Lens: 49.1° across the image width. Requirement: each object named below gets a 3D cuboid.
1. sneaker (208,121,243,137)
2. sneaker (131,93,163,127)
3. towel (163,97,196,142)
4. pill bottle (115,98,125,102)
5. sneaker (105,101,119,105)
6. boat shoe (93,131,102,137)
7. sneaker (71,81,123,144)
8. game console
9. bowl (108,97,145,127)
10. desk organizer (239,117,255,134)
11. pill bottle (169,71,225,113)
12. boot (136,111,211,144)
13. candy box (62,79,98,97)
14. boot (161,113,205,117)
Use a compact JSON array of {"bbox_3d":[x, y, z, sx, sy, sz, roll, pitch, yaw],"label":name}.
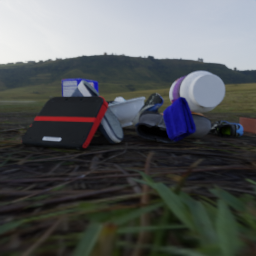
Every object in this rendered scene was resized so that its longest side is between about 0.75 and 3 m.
[{"bbox_3d":[3.660,0.041,10.919,0.700,0.599,1.689,-1,4,-23],"label":"sneaker"},{"bbox_3d":[0.989,-0.534,11.360,1.079,0.950,2.420,34,-25,1],"label":"sneaker"},{"bbox_3d":[1.250,-0.178,7.204,0.323,0.963,1.304,-15,-9,-13],"label":"towel"},{"bbox_3d":[-0.361,-1.302,14.988,0.531,0.531,0.959,2,-13,25],"label":"pill bottle"},{"bbox_3d":[-0.617,-0.842,14.174,1.065,0.706,1.871,2,-18,41],"label":"sneaker"},{"bbox_3d":[-0.970,-0.085,11.166,0.634,0.644,1.729,-25,-4,22],"label":"boat shoe"},{"bbox_3d":[-1.490,-0.033,9.589,1.076,2.046,2.831,33,17,-53],"label":"sneaker"},{"bbox_3d":[-1.911,-0.203,8.640,2.326,2.057,0.361,2,-40,24],"label":"game console"},{"bbox_3d":[-0.321,-0.684,14.391,2.730,1.227,2.730,-14,3,1],"label":"bowl"},{"bbox_3d":[5.649,-0.119,12.646,0.601,0.646,1.677,0,5,-3],"label":"desk organizer"},{"bbox_3d":[2.382,-1.215,9.798,1.403,1.403,2.518,0,4,-4],"label":"pill bottle"},{"bbox_3d":[1.647,0.104,9.695,2.757,0.962,1.815,2,16,2],"label":"boot"},{"bbox_3d":[-1.953,-0.865,11.776,0.873,2.265,1.915,2,5,17],"label":"candy box"},{"bbox_3d":[2.528,-0.127,12.213,2.566,0.945,1.985,-1,12,-9],"label":"boot"}]
